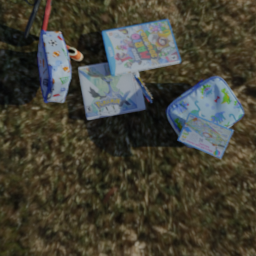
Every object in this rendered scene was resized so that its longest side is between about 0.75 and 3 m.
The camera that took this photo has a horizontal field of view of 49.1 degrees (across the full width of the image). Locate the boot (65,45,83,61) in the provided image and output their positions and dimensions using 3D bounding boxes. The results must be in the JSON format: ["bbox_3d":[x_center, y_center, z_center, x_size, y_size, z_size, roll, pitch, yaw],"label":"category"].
[{"bbox_3d":[-2.138,-2.699,9.751,1.063,0.570,0.399,23,91,13],"label":"boot"}]

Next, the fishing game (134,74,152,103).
[{"bbox_3d":[0.412,-1.021,7.135,0.186,1.195,0.856,-33,87,2],"label":"fishing game"}]

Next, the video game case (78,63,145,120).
[{"bbox_3d":[-0.580,-1.367,9.744,2.063,0.227,1.880,-11,82,-2],"label":"video game case"}]

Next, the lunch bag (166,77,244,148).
[{"bbox_3d":[2.466,-0.531,9.239,2.205,0.909,1.772,-34,85,0],"label":"lunch bag"}]

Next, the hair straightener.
[{"bbox_3d":[-2.973,-4.061,8.839,1.123,2.917,0.597,15,49,-19],"label":"hair straightener"}]

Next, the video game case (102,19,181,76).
[{"bbox_3d":[0.432,-2.828,9.808,2.444,0.218,1.749,-12,74,-4],"label":"video game case"}]

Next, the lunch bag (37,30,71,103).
[{"bbox_3d":[-2.440,-1.874,8.982,0.810,1.718,2.144,-2,64,-25],"label":"lunch bag"}]

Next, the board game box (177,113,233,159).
[{"bbox_3d":[2.339,0.228,8.574,1.408,0.241,0.946,24,96,10],"label":"board game box"}]
